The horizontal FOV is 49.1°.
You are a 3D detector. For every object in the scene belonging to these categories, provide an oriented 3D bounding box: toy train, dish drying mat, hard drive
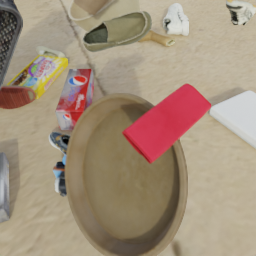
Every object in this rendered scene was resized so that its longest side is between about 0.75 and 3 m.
[{"bbox_3d":[-0.894,1.147,6.477,1.749,0.758,0.999,3,48,4],"label":"toy train"},{"bbox_3d":[0.512,-0.104,3.423,1.265,0.115,0.486,-38,83,-30],"label":"dish drying mat"},{"bbox_3d":[3.997,-0.059,8.104,1.803,0.365,2.733,-22,46,-23],"label":"hard drive"}]

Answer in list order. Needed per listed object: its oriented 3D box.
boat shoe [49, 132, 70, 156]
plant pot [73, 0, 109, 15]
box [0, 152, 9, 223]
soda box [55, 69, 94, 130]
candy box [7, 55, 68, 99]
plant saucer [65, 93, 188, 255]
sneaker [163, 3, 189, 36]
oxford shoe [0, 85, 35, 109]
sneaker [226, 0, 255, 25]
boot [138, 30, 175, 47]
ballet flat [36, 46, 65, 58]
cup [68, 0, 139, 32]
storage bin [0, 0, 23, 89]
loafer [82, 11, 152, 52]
[{"bbox_3d":[-1.745,0.328,7.512,0.439,0.563,1.240,-31,50,-30],"label":"boat shoe"},{"bbox_3d":[-0.703,-2.764,5.686,0.893,0.779,0.893,31,21,-14],"label":"plant pot"},{"bbox_3d":[-3.474,1.441,6.346,1.407,0.429,1.777,-13,43,-14],"label":"box"},{"bbox_3d":[-1.600,-0.962,8.828,0.830,0.751,2.370,0,42,1],"label":"soda box"},{"bbox_3d":[-3.284,-1.939,10.267,1.269,0.328,2.483,12,43,9],"label":"candy box"},{"bbox_3d":[-0.118,0.713,4.260,0.363,2.465,2.465,3,29,-47],"label":"plant saucer"},{"bbox_3d":[2.192,-5.333,13.716,1.076,0.997,2.654,-9,41,2],"label":"sneaker"},{"bbox_3d":[-4.145,-1.123,8.979,2.333,0.822,0.873,-4,39,-5],"label":"oxford shoe"},{"bbox_3d":[1.730,-1.775,4.344,0.832,0.365,0.315,-11,45,-45],"label":"sneaker"},{"bbox_3d":[1.225,-3.966,12.488,1.347,0.445,1.179,34,52,31],"label":"boot"},{"bbox_3d":[-3.242,-2.986,11.379,1.377,0.478,0.478,15,44,17],"label":"ballet flat"},{"bbox_3d":[-0.481,-3.420,8.308,2.088,1.493,2.088,-19,51,24],"label":"cup"},{"bbox_3d":[-3.436,-1.620,5.354,1.879,2.779,1.303,-5,56,-44],"label":"storage bin"},{"bbox_3d":[-0.250,-1.847,5.458,1.471,0.553,0.512,-18,6,17],"label":"loafer"}]
